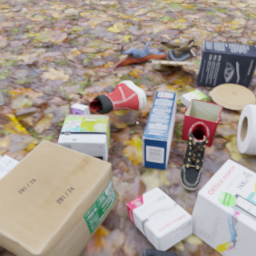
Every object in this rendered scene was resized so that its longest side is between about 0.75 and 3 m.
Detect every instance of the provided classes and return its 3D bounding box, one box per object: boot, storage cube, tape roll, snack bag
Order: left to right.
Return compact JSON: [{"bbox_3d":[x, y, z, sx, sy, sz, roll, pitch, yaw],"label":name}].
[{"bbox_3d":[-4.835,1.685,9.259,2.425,0.260,2.286,19,44,22],"label":"snack bag"},{"bbox_3d":[-0.703,-1.241,11.610,2.088,1.048,2.895,-11,18,-14],"label":"boot"},{"bbox_3d":[2.199,0.904,9.225,0.724,1.490,1.979,13,42,15],"label":"boot"},{"bbox_3d":[2.801,-0.204,10.749,1.376,1.237,1.176,15,43,18],"label":"storage cube"},{"bbox_3d":[4.732,0.112,9.936,1.225,1.785,1.785,8,41,7],"label":"tape roll"}]

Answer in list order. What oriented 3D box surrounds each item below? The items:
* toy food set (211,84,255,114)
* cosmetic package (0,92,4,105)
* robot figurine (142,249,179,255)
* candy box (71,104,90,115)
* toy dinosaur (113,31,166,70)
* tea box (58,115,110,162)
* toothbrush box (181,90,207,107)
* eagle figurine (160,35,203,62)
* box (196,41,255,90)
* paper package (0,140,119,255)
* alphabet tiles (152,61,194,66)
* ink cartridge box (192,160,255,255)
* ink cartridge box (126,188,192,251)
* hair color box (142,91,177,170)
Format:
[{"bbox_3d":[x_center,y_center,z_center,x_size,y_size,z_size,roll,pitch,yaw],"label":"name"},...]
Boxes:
[{"bbox_3d":[4.776,-1.353,12.700,2.011,0.489,1.991,7,41,10],"label":"toy food set"},{"bbox_3d":[-6.597,-1.673,12.466,1.290,1.282,1.542,-31,50,-32],"label":"cosmetic package"},{"bbox_3d":[0.618,3.649,5.999,2.220,1.386,1.668,4,84,4],"label":"robot figurine"},{"bbox_3d":[-1.838,-0.453,11.206,0.749,0.893,0.319,15,38,39],"label":"candy box"},{"bbox_3d":[0.775,-4.056,15.873,2.575,2.837,1.490,21,2,-9],"label":"toy dinosaur"},{"bbox_3d":[-1.526,0.393,10.157,1.602,1.070,1.576,0,39,0],"label":"tea box"},{"bbox_3d":[2.985,-1.292,12.707,0.918,0.395,0.668,-21,44,-21],"label":"toothbrush box"},{"bbox_3d":[2.981,-4.561,15.990,2.033,1.534,1.543,-23,10,4],"label":"eagle figurine"},{"bbox_3d":[4.761,-3.009,13.618,2.532,1.874,1.321,10,40,10],"label":"box"},{"bbox_3d":[-2.084,2.013,7.460,2.713,1.472,2.846,16,45,27],"label":"paper package"},{"bbox_3d":[2.312,-3.361,14.594,2.139,0.156,2.092,5,12,6],"label":"alphabet tiles"},{"bbox_3d":[3.081,2.372,7.294,2.321,1.695,1.703,31,47,31],"label":"ink cartridge box"},{"bbox_3d":[0.851,2.493,7.738,1.127,0.647,1.552,-22,31,-24],"label":"ink cartridge box"},{"bbox_3d":[1.205,0.006,10.344,0.861,1.422,2.844,7,40,12],"label":"hair color box"}]
